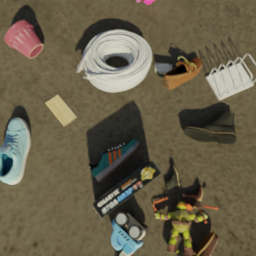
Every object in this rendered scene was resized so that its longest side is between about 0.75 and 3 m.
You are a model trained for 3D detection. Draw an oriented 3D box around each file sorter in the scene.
[{"bbox_3d":[4.148,-2.040,11.067,1.605,0.999,1.114,-24,73,-7],"label":"file sorter"}]

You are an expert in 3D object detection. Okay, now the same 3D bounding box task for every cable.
[{"bbox_3d":[-0.447,-2.659,11.128,2.719,0.941,2.718,10,62,5],"label":"cable"}]

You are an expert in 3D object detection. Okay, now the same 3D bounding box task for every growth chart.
[{"bbox_3d":[1.473,-2.469,11.687,0.762,0.068,0.551,7,73,2],"label":"growth chart"}]

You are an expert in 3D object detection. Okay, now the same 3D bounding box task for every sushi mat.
[{"bbox_3d":[-2.668,-0.692,11.118,0.626,0.079,1.308,-39,76,-12],"label":"sushi mat"}]

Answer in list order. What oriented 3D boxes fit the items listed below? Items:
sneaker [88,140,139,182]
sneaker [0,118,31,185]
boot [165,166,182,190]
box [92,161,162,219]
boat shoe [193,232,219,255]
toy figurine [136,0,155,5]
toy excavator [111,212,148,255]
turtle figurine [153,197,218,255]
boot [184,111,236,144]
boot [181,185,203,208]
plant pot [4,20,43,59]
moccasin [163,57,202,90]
[{"bbox_3d":[-0.538,1.000,10.233,2.058,0.735,0.822,-40,80,-11],"label":"sneaker"},{"bbox_3d":[-4.161,0.749,10.119,0.924,1.024,2.500,-4,74,1],"label":"sneaker"},{"bbox_3d":[1.561,1.821,10.188,0.573,0.321,0.829,-15,74,-3],"label":"boot"},{"bbox_3d":[-0.076,2.016,9.307,2.324,1.847,0.535,-35,83,-10],"label":"box"},{"bbox_3d":[2.509,4.277,9.297,0.592,0.593,1.685,39,83,9],"label":"boat shoe"},{"bbox_3d":[0.575,-6.327,12.313,1.500,1.999,1.840,-23,99,-47],"label":"toy figurine"},{"bbox_3d":[-0.081,3.965,9.229,1.802,0.926,1.853,39,92,23],"label":"toy excavator"},{"bbox_3d":[1.897,3.273,9.423,2.224,0.716,1.793,1,75,11],"label":"turtle figurine"},{"bbox_3d":[3.150,-0.137,10.736,1.888,0.731,1.306,12,59,4],"label":"boot"},{"bbox_3d":[2.275,2.417,10.008,0.703,0.306,0.845,12,76,2],"label":"boot"},{"bbox_3d":[-4.178,-3.541,11.496,1.266,1.266,1.134,-45,92,-13],"label":"plant pot"},{"bbox_3d":[2.170,-2.305,11.082,2.093,0.808,0.765,-30,48,-23],"label":"moccasin"}]
